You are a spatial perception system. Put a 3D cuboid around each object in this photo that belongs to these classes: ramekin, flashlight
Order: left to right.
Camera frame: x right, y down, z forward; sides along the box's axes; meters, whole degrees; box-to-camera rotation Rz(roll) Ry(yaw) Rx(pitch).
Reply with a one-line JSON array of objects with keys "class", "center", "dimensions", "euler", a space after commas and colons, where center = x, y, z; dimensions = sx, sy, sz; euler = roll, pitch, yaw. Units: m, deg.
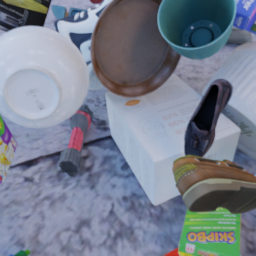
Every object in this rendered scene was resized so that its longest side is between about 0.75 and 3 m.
[{"class": "flashlight", "center": [-1.470, 0.246, 7.839], "dimensions": [0.730, 0.732, 2.155], "euler": [28, 39, -20]}, {"class": "ramekin", "center": [3.267, -0.467, 7.106], "dimensions": [1.570, 2.992, 2.992], "euler": [-44, 57, -2]}]

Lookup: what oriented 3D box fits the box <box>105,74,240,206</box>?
[{"class": "box", "center": [0.952, 0.111, 7.219], "dimensions": [2.187, 1.527, 2.872], "euler": [-18, 41, -15]}]

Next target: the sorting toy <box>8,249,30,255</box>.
[{"class": "sorting toy", "center": [-1.304, 3.263, 5.033], "dimensions": [2.865, 0.994, 0.987], "euler": [38, 33, 19]}]

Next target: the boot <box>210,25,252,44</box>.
[{"class": "boot", "center": [4.118, -4.148, 11.969], "dimensions": [1.923, 0.698, 1.749], "euler": [-10, 62, 0]}]

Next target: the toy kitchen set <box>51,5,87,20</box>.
[{"class": "toy kitchen set", "center": [-1.026, -3.671, 7.743], "dimensions": [2.108, 1.689, 1.242], "euler": [11, 4, 4]}]

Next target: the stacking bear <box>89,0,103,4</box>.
[{"class": "stacking bear", "center": [0.174, -4.341, 7.693], "dimensions": [2.910, 1.655, 1.767], "euler": [26, 77, 31]}]

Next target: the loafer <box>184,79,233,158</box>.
[{"class": "loafer", "center": [1.252, -0.114, 4.720], "dimensions": [0.543, 1.512, 0.476], "euler": [30, 21, 29]}]

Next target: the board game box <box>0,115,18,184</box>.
[{"class": "board game box", "center": [-3.327, -0.206, 5.029], "dimensions": [1.361, 2.642, 1.385], "euler": [-17, 31, 1]}]

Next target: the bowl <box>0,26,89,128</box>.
[{"class": "bowl", "center": [-1.604, -0.711, 4.833], "dimensions": [1.887, 1.887, 0.848], "euler": [-7, 27, -6]}]

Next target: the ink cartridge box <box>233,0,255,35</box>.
[{"class": "ink cartridge box", "center": [2.060, -3.241, 5.994], "dimensions": [2.835, 0.595, 1.692], "euler": [32, 85, 14]}]

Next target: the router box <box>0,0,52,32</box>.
[{"class": "router box", "center": [-3.252, -3.551, 7.375], "dimensions": [0.620, 1.868, 2.375], "euler": [26, 9, 39]}]

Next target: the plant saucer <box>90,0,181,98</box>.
[{"class": "plant saucer", "center": [0.199, -1.802, 6.133], "dimensions": [2.343, 2.343, 0.403], "euler": [-23, 37, -20]}]

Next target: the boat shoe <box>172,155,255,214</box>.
[{"class": "boat shoe", "center": [1.184, 0.628, 3.299], "dimensions": [1.646, 0.592, 0.559], "euler": [19, 34, -40]}]

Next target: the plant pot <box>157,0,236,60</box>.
[{"class": "plant pot", "center": [1.370, -1.971, 5.479], "dimensions": [1.376, 1.104, 1.376], "euler": [-3, 81, 19]}]

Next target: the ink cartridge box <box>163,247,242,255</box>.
[{"class": "ink cartridge box", "center": [1.672, 2.981, 5.602], "dimensions": [1.511, 0.379, 1.741], "euler": [-20, 50, -20]}]

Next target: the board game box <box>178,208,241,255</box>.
[{"class": "board game box", "center": [1.854, 1.949, 6.134], "dimensions": [1.130, 0.355, 2.366], "euler": [5, 31, 20]}]

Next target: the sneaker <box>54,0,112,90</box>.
[{"class": "sneaker", "center": [-0.902, -2.582, 6.737], "dimensions": [1.914, 2.941, 1.174], "euler": [33, 20, 22]}]
